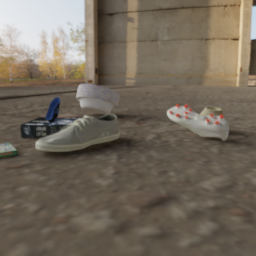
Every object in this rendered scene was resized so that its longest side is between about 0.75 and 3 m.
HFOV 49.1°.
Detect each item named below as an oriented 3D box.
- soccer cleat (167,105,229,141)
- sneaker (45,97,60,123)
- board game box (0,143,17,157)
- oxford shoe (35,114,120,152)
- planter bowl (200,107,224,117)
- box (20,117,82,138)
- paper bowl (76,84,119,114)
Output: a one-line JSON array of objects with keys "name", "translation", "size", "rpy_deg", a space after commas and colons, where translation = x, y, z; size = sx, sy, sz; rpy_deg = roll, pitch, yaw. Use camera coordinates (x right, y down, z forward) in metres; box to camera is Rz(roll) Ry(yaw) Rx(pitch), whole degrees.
[{"name": "soccer cleat", "translation": [2.208, -0.143, 9.167], "size": [2.226, 0.863, 0.771], "rpy_deg": [20, 52, 42]}, {"name": "sneaker", "translation": [-2.436, -0.574, 9.260], "size": [0.309, 0.881, 0.343], "rpy_deg": [10, -22, 23]}, {"name": "board game box", "translation": [-3.376, 0.595, 7.419], "size": [0.623, 0.135, 0.926], "rpy_deg": [-7, 13, -34]}, {"name": "oxford shoe", "translation": [-1.369, 0.098, 8.171], "size": [1.102, 0.846, 2.930], "rpy_deg": [14, 19, 40]}, {"name": "planter bowl", "translation": [3.034, -0.384, 10.100], "size": [0.998, 0.672, 0.998], "rpy_deg": [4, 18, -1]}, {"name": "box", "translation": [-2.451, -0.022, 9.778], "size": [2.007, 0.437, 1.608], "rpy_deg": [1, 11, 7]}, {"name": "paper bowl", "translation": [-1.531, -1.348, 13.884], "size": [2.099, 1.092, 2.099], "rpy_deg": [11, -8, 2]}]
